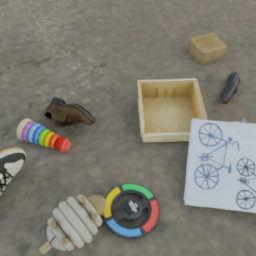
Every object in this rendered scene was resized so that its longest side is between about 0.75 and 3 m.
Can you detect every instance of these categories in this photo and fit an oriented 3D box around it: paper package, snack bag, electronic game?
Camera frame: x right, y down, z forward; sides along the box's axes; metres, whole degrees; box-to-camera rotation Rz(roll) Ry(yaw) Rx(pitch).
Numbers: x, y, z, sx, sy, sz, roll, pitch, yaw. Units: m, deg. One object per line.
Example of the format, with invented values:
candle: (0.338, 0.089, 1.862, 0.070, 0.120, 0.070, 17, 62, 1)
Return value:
paper package: (3.373, -3.428, 12.049, 1.211, 0.627, 1.154, -19, 55, -13)
snack bag: (3.147, 1.043, 8.124, 2.853, 0.305, 2.690, 4, 73, 16)
electronic game: (0.080, 2.297, 7.882, 1.633, 0.340, 1.633, 2, 50, -2)

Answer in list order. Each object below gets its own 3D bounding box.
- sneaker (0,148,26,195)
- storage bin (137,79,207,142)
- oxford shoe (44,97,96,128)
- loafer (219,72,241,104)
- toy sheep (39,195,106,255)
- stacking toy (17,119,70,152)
sneaker: (-3.875, 1.794, 7.901, 1.216, 1.049, 2.773, 36, 71, 29)
storage bin: (1.421, -0.604, 9.705, 2.104, 0.986, 2.089, -2, 53, -2)
oxford shoe: (-2.001, -0.336, 9.496, 2.248, 0.817, 0.949, 15, 63, 39)
loafer: (3.956, -1.459, 10.617, 0.527, 0.602, 1.675, 43, 55, -18)
toy sheep: (-1.415, 2.454, 7.196, 2.014, 1.389, 1.389, -33, 60, -19)
stacking toy: (-2.722, 0.316, 9.264, 1.753, 0.748, 0.748, 20, 55, 7)
